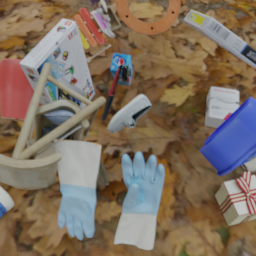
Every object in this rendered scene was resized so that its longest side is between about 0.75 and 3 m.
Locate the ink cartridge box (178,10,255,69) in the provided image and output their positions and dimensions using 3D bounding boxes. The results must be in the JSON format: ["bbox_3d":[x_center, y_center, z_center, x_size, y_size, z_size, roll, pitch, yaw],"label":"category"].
[{"bbox_3d":[2.840,-2.858,8.723,2.204,0.524,2.230,24,26,-21],"label":"ink cartridge box"}]

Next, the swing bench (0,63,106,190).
[{"bbox_3d":[-1.800,0.265,6.042,1.430,2.192,2.204,32,64,-3],"label":"swing bench"}]

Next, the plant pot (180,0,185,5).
[{"bbox_3d":[2.659,-6.905,14.783,0.551,0.787,0.787,2,54,20],"label":"plant pot"}]

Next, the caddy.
[{"bbox_3d":[2.857,0.281,7.027,1.142,2.175,1.538,44,27,9],"label":"caddy"}]

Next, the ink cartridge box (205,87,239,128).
[{"bbox_3d":[3.550,-0.744,10.595,1.096,0.629,1.509,10,56,7],"label":"ink cartridge box"}]

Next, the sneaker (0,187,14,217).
[{"bbox_3d":[-4.907,1.961,8.507,2.657,1.020,1.478,38,55,15],"label":"sneaker"}]

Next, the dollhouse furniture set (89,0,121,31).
[{"bbox_3d":[-0.465,-3.873,9.381,1.263,1.594,1.131,-21,53,15],"label":"dollhouse furniture set"}]

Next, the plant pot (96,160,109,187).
[{"bbox_3d":[-1.243,1.510,8.918,0.913,1.052,1.052,-23,57,3],"label":"plant pot"}]

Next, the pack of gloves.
[{"bbox_3d":[-0.466,1.666,6.027,2.318,2.760,0.545,5,27,2],"label":"pack of gloves"}]

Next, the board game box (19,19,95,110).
[{"bbox_3d":[-1.762,-1.284,7.743,0.480,2.776,1.752,22,61,18],"label":"board game box"}]

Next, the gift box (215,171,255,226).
[{"bbox_3d":[3.444,2.077,8.324,1.286,1.201,1.187,-16,58,-9],"label":"gift box"}]

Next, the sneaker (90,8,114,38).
[{"bbox_3d":[-0.791,-3.607,9.613,0.495,1.122,0.457,-39,30,5],"label":"sneaker"}]

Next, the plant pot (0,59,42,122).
[{"bbox_3d":[-2.896,-0.966,8.162,1.789,1.789,1.583,7,86,5],"label":"plant pot"}]

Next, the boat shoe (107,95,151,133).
[{"bbox_3d":[0.046,-0.300,8.115,1.507,0.526,0.537,-43,62,9],"label":"boat shoe"}]

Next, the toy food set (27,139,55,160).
[{"bbox_3d":[-2.926,0.759,9.784,1.254,0.379,0.900,-16,57,-1],"label":"toy food set"}]

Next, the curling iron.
[{"bbox_3d":[-0.428,-1.036,8.500,0.480,1.937,0.248,39,22,31],"label":"curling iron"}]

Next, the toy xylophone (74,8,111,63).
[{"bbox_3d":[-1.321,-2.784,8.696,1.341,1.831,0.460,50,39,-14],"label":"toy xylophone"}]

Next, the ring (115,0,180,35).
[{"bbox_3d":[0.759,-4.847,10.744,2.572,0.247,2.572,0,91,-9],"label":"ring"}]

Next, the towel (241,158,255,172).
[{"bbox_3d":[4.240,0.723,9.814,1.131,0.294,1.707,-11,56,-9],"label":"towel"}]

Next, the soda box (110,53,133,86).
[{"bbox_3d":[-0.192,-1.922,9.462,0.566,1.763,0.598,10,86,5],"label":"soda box"}]
